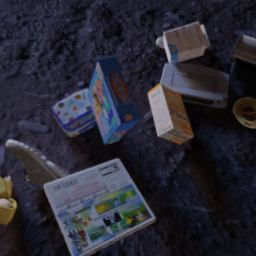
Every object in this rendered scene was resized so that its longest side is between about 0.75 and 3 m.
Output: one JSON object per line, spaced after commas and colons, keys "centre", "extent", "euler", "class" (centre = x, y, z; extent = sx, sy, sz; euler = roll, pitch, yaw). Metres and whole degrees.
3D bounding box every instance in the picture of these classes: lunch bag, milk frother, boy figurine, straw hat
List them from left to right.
{"centre": [-3.845, 1.653, 7.818], "extent": [0.722, 1.393, 2.240], "euler": [-48, 60, 17], "class": "boy figurine"}
{"centre": [-1.610, -0.540, 9.661], "extent": [1.743, 0.659, 1.397], "euler": [-32, 63, -18], "class": "lunch bag"}
{"centre": [4.127, -0.397, 9.636], "extent": [1.217, 0.515, 1.217], "euler": [-1, 61, 2], "class": "straw hat"}
{"centre": [4.906, -2.750, 10.248], "extent": [1.977, 2.102, 1.897], "euler": [24, 58, 16], "class": "milk frother"}

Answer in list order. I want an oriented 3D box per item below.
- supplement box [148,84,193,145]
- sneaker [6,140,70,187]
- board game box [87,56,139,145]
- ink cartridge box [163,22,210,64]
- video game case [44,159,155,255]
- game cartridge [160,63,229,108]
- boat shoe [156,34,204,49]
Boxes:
{"centre": [1.369, -0.448, 9.144], "extent": [1.103, 0.644, 1.750], "euler": [19, 49, -41], "class": "supplement box"}
{"centre": [-2.806, 1.181, 8.223], "extent": [2.276, 0.851, 0.933], "euler": [35, 83, 11], "class": "sneaker"}
{"centre": [-0.542, -0.660, 8.152], "extent": [0.546, 2.425, 1.844], "euler": [-17, 80, -19], "class": "board game box"}
{"centre": [2.266, -3.273, 10.887], "extent": [1.580, 0.990, 1.016], "euler": [-15, 80, 5], "class": "ink cartridge box"}
{"centre": [-0.679, 1.799, 6.636], "extent": [2.067, 0.227, 1.884], "euler": [-16, 55, -28], "class": "video game case"}
{"centre": [2.482, -1.678, 10.546], "extent": [2.480, 0.502, 1.653], "euler": [13, 60, 8], "class": "game cartridge"}
{"centre": [2.211, -3.828, 11.806], "extent": [2.037, 0.726, 0.711], "euler": [-4, 56, -2], "class": "boat shoe"}
